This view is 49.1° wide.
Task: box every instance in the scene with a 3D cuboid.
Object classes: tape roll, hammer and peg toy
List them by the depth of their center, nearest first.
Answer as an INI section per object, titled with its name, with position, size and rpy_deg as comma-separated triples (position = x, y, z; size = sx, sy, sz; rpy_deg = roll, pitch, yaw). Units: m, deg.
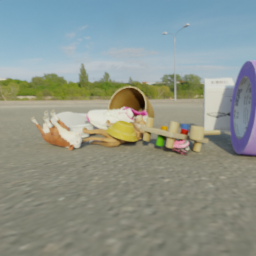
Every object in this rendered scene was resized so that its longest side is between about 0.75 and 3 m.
[tape roll]
position = 3.783, -0.527, 7.945
size = 1.131, 2.661, 2.661
rpy_deg = 5, 7, 8
[hammer and peg toy]
position = 1.656, 0.273, 8.689
size = 1.682, 0.806, 2.287
rpy_deg = 9, 3, -35

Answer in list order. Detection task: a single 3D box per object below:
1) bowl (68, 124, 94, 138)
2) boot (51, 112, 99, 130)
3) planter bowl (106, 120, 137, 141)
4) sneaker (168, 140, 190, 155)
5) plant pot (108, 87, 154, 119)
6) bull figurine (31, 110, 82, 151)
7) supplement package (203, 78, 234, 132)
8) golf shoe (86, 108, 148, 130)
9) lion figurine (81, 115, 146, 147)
[bowl]
position = -1.932, 0.135, 11.681
size = 1.130, 0.508, 1.130
rpy_deg = -7, 4, 0
[boot]
position = -2.156, -0.135, 13.105
size = 2.938, 1.080, 1.404
rpy_deg = 0, -7, -19
[planter bowl]
position = -0.160, 0.037, 9.251
size = 1.088, 0.453, 1.088
rpy_deg = 17, 12, -4
[sneaker]
position = 1.503, 0.622, 8.359
size = 0.374, 0.451, 0.945
rpy_deg = -36, 15, -23
[plant pot]
position = 0.441, -0.837, 14.854
size = 2.162, 2.162, 2.320
rpy_deg = 4, -7, 28
[bull figurine]
position = -2.440, 0.105, 9.515
size = 0.740, 1.380, 2.273
rpy_deg = -40, 22, -33
[supplement package]
position = 3.396, -0.861, 10.594
size = 1.047, 1.792, 1.051
rpy_deg = -1, 28, 13
[golf shoe]
position = -0.391, -0.461, 11.300
size = 2.524, 1.155, 0.951
rpy_deg = 10, 46, -10
[lion figurine]
position = -0.401, 0.261, 10.036
size = 1.620, 0.959, 2.646
rpy_deg = 12, 26, 28
